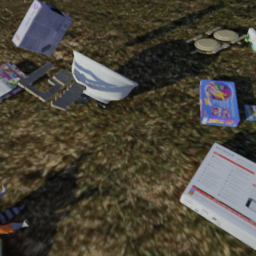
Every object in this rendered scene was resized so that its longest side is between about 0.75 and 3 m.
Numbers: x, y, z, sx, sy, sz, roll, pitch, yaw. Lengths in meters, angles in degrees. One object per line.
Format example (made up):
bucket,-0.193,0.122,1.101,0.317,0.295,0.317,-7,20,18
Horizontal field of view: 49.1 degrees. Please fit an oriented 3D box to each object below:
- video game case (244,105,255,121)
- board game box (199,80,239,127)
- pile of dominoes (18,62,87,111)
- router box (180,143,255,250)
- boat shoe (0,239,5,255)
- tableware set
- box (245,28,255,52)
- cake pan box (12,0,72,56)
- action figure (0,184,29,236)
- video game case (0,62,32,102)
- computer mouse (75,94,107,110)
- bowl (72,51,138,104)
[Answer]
video game case,5.457,-0.603,11.716,1.061,0.094,0.759,4,54,3
board game box,3.792,-1.078,11.822,1.432,0.477,2.131,6,54,4
pile of dominoes,-2.525,-1.360,9.654,1.689,0.345,2.167,36,34,-6
router box,3.536,2.134,9.315,2.732,0.667,2.452,30,59,21
boat shoe,-3.854,3.832,8.230,0.361,0.402,1.086,-7,54,-12
tableware set,4.480,-4.278,14.195,2.726,0.546,1.802,-30,47,-27
box,6.346,-4.458,14.192,0.179,0.712,0.986,-11,54,-9
cake pan box,-3.261,-3.809,10.848,0.500,1.910,1.759,46,22,17
action figure,-4.207,3.379,8.317,2.552,1.380,2.638,-36,84,-15
video game case,-5.568,-2.138,12.705,1.639,0.324,1.809,-39,62,-25
computer mouse,-1.626,-1.165,12.022,1.624,0.276,0.476,18,55,13
bowl,-1.160,-1.890,11.477,2.917,2.917,1.311,32,99,21
